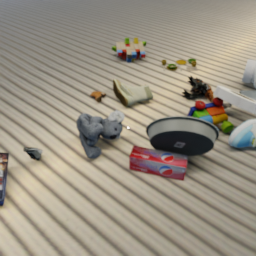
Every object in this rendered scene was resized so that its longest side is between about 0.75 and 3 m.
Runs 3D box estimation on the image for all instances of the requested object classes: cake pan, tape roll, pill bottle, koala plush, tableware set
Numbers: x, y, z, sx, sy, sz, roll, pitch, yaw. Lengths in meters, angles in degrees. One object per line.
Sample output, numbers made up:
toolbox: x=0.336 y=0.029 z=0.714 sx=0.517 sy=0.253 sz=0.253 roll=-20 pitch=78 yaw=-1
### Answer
cake pan: x=1.685 y=0.356 z=8.912 sx=2.315 sy=2.315 sz=0.425 roll=5 pitch=64 yaw=7
tape roll: x=4.248 y=-1.037 z=10.600 sx=2.042 sy=0.373 sz=2.042 roll=21 pitch=17 yaw=-7
pill bottle: x=6.665 y=-2.356 z=12.778 sx=2.583 sy=1.433 sz=1.433 roll=17 pitch=41 yaw=20
koala plush: x=-0.882 y=0.035 z=9.781 sx=1.578 sy=1.399 sz=1.450 roll=-14 pitch=43 yaw=-24
tableware set: x=2.779 y=-3.491 z=15.150 sx=1.940 sy=0.298 sz=1.307 roll=0 pitch=38 yaw=0

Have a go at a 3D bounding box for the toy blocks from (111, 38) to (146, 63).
toy blocks: x=0.124 y=-4.239 z=15.724 sx=2.006 sy=1.003 sz=1.371 roll=-4 pitch=50 yaw=-6

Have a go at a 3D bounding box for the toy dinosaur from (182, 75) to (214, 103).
toy dinosaur: x=3.270 y=-1.755 z=12.517 sx=1.351 sy=1.017 sz=1.991 roll=4 pitch=14 yaw=-21

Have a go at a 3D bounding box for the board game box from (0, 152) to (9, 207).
board game box: x=-4.185 y=1.442 z=8.221 sx=1.153 sy=0.295 sz=1.702 roll=9 pitch=46 yaw=-27

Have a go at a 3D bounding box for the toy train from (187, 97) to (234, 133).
toy train: x=3.620 y=-0.408 z=10.812 sx=2.380 sy=1.007 sz=1.377 roll=-12 pitch=52 yaw=-19

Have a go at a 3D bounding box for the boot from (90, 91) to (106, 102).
boot: x=-1.440 y=-1.407 z=12.523 sx=0.626 sy=0.298 sz=0.809 roll=16 pitch=29 yaw=18

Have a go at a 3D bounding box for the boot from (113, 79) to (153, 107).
boot: x=0.169 y=-1.684 z=12.577 sx=1.416 sy=0.660 sz=1.831 roll=-14 pitch=43 yaw=-18

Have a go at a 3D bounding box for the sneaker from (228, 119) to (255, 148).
sneaker: x=4.849 y=0.429 z=9.659 sx=2.447 sy=0.973 sz=1.598 roll=-17 pitch=43 yaw=-15

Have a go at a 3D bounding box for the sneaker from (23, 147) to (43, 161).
sneaker: x=-3.105 y=0.848 z=9.175 sx=0.363 sy=0.983 sz=0.390 roll=4 pitch=76 yaw=12

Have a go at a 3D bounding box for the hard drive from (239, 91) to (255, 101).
hard drive: x=5.504 y=-1.315 z=12.482 sx=0.764 sy=0.180 sz=1.095 roll=-1 pitch=38 yaw=-1

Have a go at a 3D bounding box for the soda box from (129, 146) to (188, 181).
soda box: x=0.959 y=1.122 z=9.022 sx=1.817 sy=0.636 sz=0.576 roll=9 pitch=39 yaw=11
